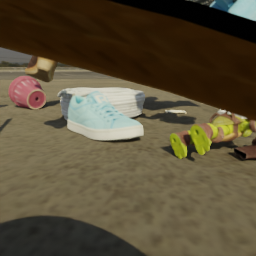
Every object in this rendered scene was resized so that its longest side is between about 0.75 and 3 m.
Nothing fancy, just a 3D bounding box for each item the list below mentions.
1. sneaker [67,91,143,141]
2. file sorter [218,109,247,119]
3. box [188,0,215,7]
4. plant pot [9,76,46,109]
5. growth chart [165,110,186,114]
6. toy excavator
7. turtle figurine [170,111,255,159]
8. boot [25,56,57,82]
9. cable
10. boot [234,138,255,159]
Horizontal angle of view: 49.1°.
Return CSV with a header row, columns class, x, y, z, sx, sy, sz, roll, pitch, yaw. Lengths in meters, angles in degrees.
class,x,y,z,sx,sy,sz,roll,pitch,yaw
sneaker,-0.677,-0.334,6.573,2.500,1.024,0.924,11,17,42
file sorter,4.050,-0.916,9.449,1.605,0.999,1.114,-6,13,-23
box,2.156,-2.873,7.623,2.324,1.847,0.535,-24,53,-12
plant pot,-3.902,-1.316,11.136,1.266,1.266,1.134,-11,31,-43
growth chart,1.722,-0.588,10.133,0.762,0.068,0.551,2,13,9
toy excavator,1.757,-2.131,4.532,1.802,0.926,1.853,47,11,11
turtle figurine,1.776,0.053,4.998,1.793,0.716,2.224,-11,5,-32
boot,-1.530,-1.564,5.465,0.526,1.210,1.455,20,-9,-25
cable,-0.804,-0.810,9.103,2.719,0.941,2.718,-1,10,-7
boot,2.239,0.354,5.033,0.703,0.306,0.845,1,15,-5
